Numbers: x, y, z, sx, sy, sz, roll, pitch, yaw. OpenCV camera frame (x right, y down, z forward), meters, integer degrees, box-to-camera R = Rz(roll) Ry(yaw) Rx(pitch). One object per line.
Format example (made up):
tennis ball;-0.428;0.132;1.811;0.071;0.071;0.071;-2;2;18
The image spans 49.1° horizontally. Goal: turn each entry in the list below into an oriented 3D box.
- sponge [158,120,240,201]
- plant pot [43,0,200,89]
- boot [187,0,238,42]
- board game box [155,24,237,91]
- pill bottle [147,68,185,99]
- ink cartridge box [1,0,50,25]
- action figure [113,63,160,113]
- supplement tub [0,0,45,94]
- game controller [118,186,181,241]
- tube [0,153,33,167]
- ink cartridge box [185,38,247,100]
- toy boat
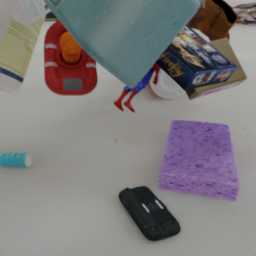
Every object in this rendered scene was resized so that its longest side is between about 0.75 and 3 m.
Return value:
sponge;1.667;0.570;6.660;1.558;0.416;2.792;6;26;13
plant pot;-0.287;-1.688;3.651;1.482;1.455;1.451;21;25;-49
boot;1.995;-2.995;7.362;0.673;1.851;1.966;-37;-10;11
board game box;0.833;-1.718;5.482;1.591;0.406;2.348;-17;58;-44
pill bottle;1.289;-2.383;11.329;1.664;1.664;2.967;-6;25;-12
ink cartridge box;-1.480;-2.778;4.993;0.590;1.024;1.768;25;61;35
action figure;0.387;-1.140;6.192;0.603;0.477;1.844;6;60;55
supplement tub;-3.240;-2.463;6.781;2.058;2.838;2.058;18;-3;1
game controller;0.354;1.481;5.033;0.694;0.280;1.329;3;22;-29
tube;-2.891;0.726;6.516;1.298;0.327;0.503;0;12;11
ink cartridge box;1.973;-1.456;6.892;1.446;1.191;0.543;-17;-12;-16
toy boat;-1.268;-1.666;6.200;1.185;1.187;1.815;-3;70;-15
